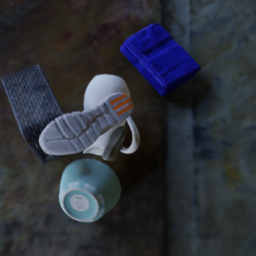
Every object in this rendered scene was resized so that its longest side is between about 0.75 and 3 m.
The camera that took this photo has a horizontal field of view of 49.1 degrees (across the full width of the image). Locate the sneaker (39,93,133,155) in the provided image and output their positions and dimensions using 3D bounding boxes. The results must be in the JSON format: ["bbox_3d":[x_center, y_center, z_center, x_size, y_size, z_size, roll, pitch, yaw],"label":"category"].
[{"bbox_3d":[-1.123,0.048,7.682,2.653,1.486,1.029,-26,86,-21],"label":"sneaker"}]

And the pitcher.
[{"bbox_3d":[-0.473,-0.397,9.025,2.154,1.522,2.510,-4,79,38],"label":"pitcher"}]

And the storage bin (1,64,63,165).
[{"bbox_3d":[-2.753,-0.443,8.861,1.262,1.820,2.692,-25,60,-11],"label":"storage bin"}]

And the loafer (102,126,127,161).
[{"bbox_3d":[-0.330,0.439,7.707,0.401,0.372,1.068,21,79,52],"label":"loafer"}]

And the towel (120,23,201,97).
[{"bbox_3d":[1.217,-2.687,10.647,1.985,0.666,2.688,-36,75,-10],"label":"towel"}]

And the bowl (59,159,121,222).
[{"bbox_3d":[-1.255,2.018,8.350,1.945,1.017,1.945,4,111,9],"label":"bowl"}]
